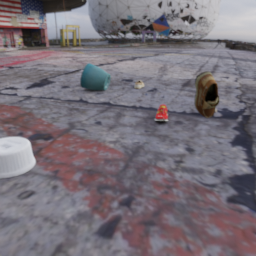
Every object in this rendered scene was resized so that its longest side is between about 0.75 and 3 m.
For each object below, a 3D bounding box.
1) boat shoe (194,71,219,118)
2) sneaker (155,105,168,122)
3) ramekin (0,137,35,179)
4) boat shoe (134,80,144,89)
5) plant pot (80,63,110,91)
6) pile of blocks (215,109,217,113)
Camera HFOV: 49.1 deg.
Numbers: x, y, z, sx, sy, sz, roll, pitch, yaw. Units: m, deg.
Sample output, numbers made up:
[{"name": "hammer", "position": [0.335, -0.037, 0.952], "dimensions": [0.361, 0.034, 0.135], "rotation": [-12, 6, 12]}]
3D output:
[{"name": "boat shoe", "position": [2.241, -0.812, 7.880], "dimensions": [0.614, 1.622, 0.599], "rotation": [-27, 47, -2]}, {"name": "sneaker", "position": [1.401, -0.646, 11.765], "dimensions": [0.542, 0.598, 1.408], "rotation": [2, 20, 6]}, {"name": "ramekin", "position": [-3.344, 0.773, 7.802], "dimensions": [1.383, 0.674, 1.383], "rotation": [0, 20, 0]}, {"name": "boat shoe", "position": [0.731, -2.831, 17.933], "dimensions": [0.476, 0.447, 1.292], "rotation": [5, 21, 13]}, {"name": "plant pot", "position": [-1.902, -2.967, 17.005], "dimensions": [1.457, 1.551, 1.551], "rotation": [19, 24, 9]}, {"name": "pile of blocks", "position": [3.668, -0.898, 12.879], "dimensions": [0.449, 0.593, 1.445], "rotation": [39, 22, -19]}]
